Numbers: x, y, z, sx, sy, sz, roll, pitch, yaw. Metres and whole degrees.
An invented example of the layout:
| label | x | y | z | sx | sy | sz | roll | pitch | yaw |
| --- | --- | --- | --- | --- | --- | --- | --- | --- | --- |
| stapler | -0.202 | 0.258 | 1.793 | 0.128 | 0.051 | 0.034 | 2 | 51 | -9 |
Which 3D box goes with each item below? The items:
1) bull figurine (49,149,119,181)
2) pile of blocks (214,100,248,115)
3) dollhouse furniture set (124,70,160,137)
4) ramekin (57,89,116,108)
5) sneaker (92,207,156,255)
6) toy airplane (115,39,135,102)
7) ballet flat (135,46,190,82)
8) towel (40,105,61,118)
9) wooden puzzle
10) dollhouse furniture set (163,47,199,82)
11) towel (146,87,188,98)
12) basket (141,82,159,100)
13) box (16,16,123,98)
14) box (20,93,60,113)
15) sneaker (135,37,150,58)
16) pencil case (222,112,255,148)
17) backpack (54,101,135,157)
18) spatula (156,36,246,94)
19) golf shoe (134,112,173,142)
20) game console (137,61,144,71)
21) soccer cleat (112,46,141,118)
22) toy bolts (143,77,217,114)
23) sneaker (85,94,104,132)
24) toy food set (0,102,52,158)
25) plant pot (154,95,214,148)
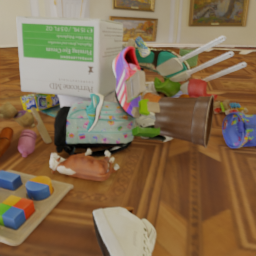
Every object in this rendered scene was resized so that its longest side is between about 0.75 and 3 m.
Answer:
| label | x | y | z | sx | sy | sz | roll | pitch | yaw |
| --- | --- | --- | --- | --- | --- | --- | --- | --- | --- |
| bull figurine | -1.119 | 0.930 | 7.124 | 1.777 | 0.579 | 1.079 | 11 | 24 | 26 |
| pile of blocks | 4.204 | -0.801 | 11.559 | 1.458 | 0.599 | 0.453 | 5 | 22 | 13 |
| dollhouse furniture set | 0.405 | -0.610 | 7.144 | 0.628 | 1.627 | 0.813 | 3 | -17 | -26 |
| ramekin | -1.573 | -0.972 | 10.976 | 2.274 | 1.193 | 2.274 | 2 | 24 | -1 |
| sneaker | 0.115 | 1.883 | 4.302 | 0.970 | 0.834 | 2.291 | -9 | 21 | -15 |
| toy airplane | -0.286 | -2.293 | 11.792 | 1.663 | 2.357 | 2.346 | 3 | -2 | -20 |
| ballet flat | 1.290 | -2.663 | 11.170 | 2.951 | 1.116 | 0.943 | 29 | 27 | 27 |
| towel | -2.907 | -0.687 | 11.877 | 1.431 | 0.155 | 1.050 | 19 | 29 | 39 |
| wooden puzzle | -2.472 | 1.451 | 5.927 | 1.894 | 0.473 | 2.045 | 8 | 22 | 20 |
| dollhouse furniture set | 2.486 | -2.920 | 12.901 | 1.776 | 1.163 | 0.891 | -8 | 51 | -5 |
| towel | 1.736 | -1.846 | 14.792 | 1.919 | 0.316 | 2.651 | -14 | 26 | -37 |
| basket | 0.928 | -1.360 | 12.407 | 1.122 | 1.021 | 1.655 | -6 | 23 | -16 |
| box | -1.840 | -2.493 | 9.694 | 2.787 | 2.399 | 2.800 | 7 | 19 | 12 |
| box | -3.545 | -1.245 | 12.147 | 0.772 | 0.708 | 2.203 | -6 | 14 | 24 |
| sneaker | 0.456 | -2.983 | 10.246 | 0.400 | 0.555 | 1.056 | -36 | 35 | 15 |
| pencil case | 4.468 | -0.017 | 8.688 | 2.883 | 1.125 | 1.252 | -4 | -18 | -9 |
| backpack | -0.951 | -0.080 | 8.484 | 2.355 | 1.491 | 1.965 | 0 | 19 | -5 |
| spatula | 2.414 | -2.033 | 9.444 | 2.565 | 1.783 | 0.206 | -19 | 44 | 43 |
| golf shoe | 0.515 | -0.139 | 9.487 | 2.459 | 0.963 | 1.196 | 12 | 30 | 31 |
| game console | 0.198 | -1.989 | 9.569 | 0.143 | 0.699 | 1.185 | 55 | 29 | 17 |
| soccer cleat | 0.051 | -1.319 | 7.950 | 0.743 | 0.797 | 2.179 | 7 | 59 | -31 |
| toy bolts | 2.004 | -0.606 | 10.557 | 2.486 | 1.805 | 2.603 | 34 | -11 | -31 |
| sneaker | -0.810 | -0.359 | 6.377 | 0.372 | 0.934 | 0.362 | 17 | 23 | -4 |
| toy food set | -3.541 | 0.095 | 7.948 | 0.457 | 1.843 | 2.899 | -36 | -11 | 38 |
| plant pot | 1.510 | -0.244 | 7.576 | 1.390 | 1.404 | 1.404 | 8 | 23 | 23 |
